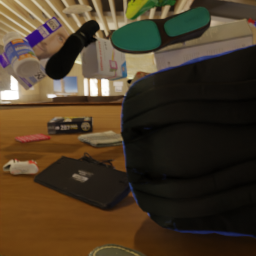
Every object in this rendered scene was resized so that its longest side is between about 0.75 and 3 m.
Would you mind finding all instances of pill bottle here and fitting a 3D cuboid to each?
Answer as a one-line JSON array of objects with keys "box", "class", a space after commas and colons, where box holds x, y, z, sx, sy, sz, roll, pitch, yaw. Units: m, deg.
[{"box": [-3.505, -2.410, 9.077, 0.826, 1.474, 0.826, -28, -22, -12], "class": "pill bottle"}]

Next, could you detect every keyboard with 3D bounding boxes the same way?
[{"box": [-0.795, 1.076, 5.680, 2.372, 0.470, 1.235, 8, 34, 42], "class": "keyboard"}]

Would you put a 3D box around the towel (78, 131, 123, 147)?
[{"box": [-0.769, 0.396, 10.583, 1.783, 0.308, 1.716, -4, 8, -31], "class": "towel"}]

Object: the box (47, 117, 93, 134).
[{"box": [-2.742, -0.164, 13.709, 2.017, 0.614, 2.502, -4, 8, -5], "class": "box"}]

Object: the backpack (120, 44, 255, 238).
[{"box": [1.556, 0.266, 4.013, 2.992, 2.431, 2.510, -10, -7, 20], "class": "backpack"}]

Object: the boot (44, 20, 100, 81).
[{"box": [-1.563, -2.262, 8.140, 1.743, 0.666, 1.465, -41, 14, 36], "class": "boot"}]

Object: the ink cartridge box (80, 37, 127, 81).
[{"box": [-0.791, -2.263, 9.423, 0.706, 1.206, 1.668, -5, 4, 34], "class": "ink cartridge box"}]

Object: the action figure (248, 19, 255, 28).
[{"box": [5.284, -3.922, 11.358, 1.128, 0.559, 0.368, 26, 48, 2], "class": "action figure"}]

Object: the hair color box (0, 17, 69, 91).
[{"box": [-3.302, -2.745, 10.501, 0.841, 2.594, 1.418, 49, -4, 32], "class": "hair color box"}]

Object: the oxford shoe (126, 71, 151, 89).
[{"box": [0.739, -2.122, 12.864, 1.049, 1.114, 2.978, -42, 12, -28], "class": "oxford shoe"}]

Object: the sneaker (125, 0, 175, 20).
[{"box": [0.646, -2.692, 5.748, 1.576, 0.659, 0.584, -35, 41, 11], "class": "sneaker"}]

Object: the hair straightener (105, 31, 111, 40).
[{"box": [-1.120, -3.871, 13.213, 0.310, 1.514, 0.583, 16, -13, 1], "class": "hair straightener"}]

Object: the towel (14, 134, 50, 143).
[{"box": [-3.771, 0.422, 11.089, 1.160, 0.130, 0.839, -9, 13, -41], "class": "towel"}]

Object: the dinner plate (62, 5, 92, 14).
[{"box": [-1.626, -3.793, 8.907, 0.931, 0.113, 0.931, -3, 37, 3], "class": "dinner plate"}]

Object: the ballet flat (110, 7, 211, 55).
[{"box": [0.894, -2.537, 7.705, 2.732, 0.998, 0.998, -14, 7, 4], "class": "ballet flat"}]

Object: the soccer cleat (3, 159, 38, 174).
[{"box": [-2.488, 0.937, 6.493, 0.982, 0.337, 0.418, 5, 22, 32], "class": "soccer cleat"}]

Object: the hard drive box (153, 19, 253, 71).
[{"box": [2.427, -1.970, 9.065, 2.833, 2.208, 1.088, -6, 42, 15], "class": "hard drive box"}]

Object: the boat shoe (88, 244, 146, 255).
[{"box": [0.480, 1.280, 1.921, 0.914, 0.776, 2.510, -6, 9, -38], "class": "boat shoe"}]
